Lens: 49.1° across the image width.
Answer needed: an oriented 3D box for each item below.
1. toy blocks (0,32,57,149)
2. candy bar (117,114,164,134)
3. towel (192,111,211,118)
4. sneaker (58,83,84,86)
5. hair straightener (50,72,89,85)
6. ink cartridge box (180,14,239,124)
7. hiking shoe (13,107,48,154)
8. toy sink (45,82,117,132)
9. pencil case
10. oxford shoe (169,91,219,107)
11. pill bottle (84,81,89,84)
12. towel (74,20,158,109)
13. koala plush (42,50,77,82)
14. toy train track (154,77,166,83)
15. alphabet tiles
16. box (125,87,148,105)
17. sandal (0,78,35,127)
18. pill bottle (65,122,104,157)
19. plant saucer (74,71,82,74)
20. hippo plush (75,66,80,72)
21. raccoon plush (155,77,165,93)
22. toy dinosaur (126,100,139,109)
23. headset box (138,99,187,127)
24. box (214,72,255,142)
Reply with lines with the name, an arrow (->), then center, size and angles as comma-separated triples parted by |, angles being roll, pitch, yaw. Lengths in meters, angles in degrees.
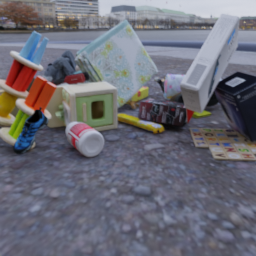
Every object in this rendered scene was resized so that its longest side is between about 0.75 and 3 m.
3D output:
toy blocks -> -2.757, -1.144, 7.788 | 2.308, 2.769, 1.005 | 37, 12, 36
candy bar -> 0.245, -0.194, 9.328 | 2.185, 0.242, 0.545 | 20, 21, 41
towel -> 2.317, -0.749, 10.902 | 0.781, 0.164, 1.816 | -13, 25, -26
sneaker -> -2.194, -0.763, 9.734 | 1.460, 0.957, 2.537 | 39, 59, 21
hair straightener -> -2.021, -1.598, 9.524 | 1.710, 0.350, 0.658 | -10, 16, 29
ink cartridge box -> 2.401, -1.524, 8.089 | 0.566, 2.229, 2.530 | 24, 73, 27
hiking shoe -> -2.369, 0.061, 6.600 | 0.433, 0.505, 1.164 | 17, 61, 16
toy sink -> -1.479, -0.608, 8.881 | 2.097, 1.367, 1.175 | -8, 23, -23
pencil case -> 2.727, -1.681, 11.903 | 2.433, 1.104, 1.011 | 3, 15, 0
oxford shoe -> 2.633, -1.236, 10.833 | 2.320, 0.843, 0.979 | -9, 15, -21
pill bottle -> -1.667, -1.503, 11.493 | 1.956, 1.118, 1.118 | -3, 21, -6
towel -> -0.378, -2.464, 10.966 | 2.977, 2.548, 0.717 | -45, 24, -28
koala plush -> -3.753, -2.937, 15.152 | 1.911, 1.757, 1.695 | -16, 29, 20
toy train track -> 2.167, -2.677, 15.753 | 1.564, 0.254, 0.897 | 17, 29, 34
alphabet tiles -> 2.769, 0.422, 7.996 | 1.769, 0.080, 2.116 | 2, 21, 4
box -> 0.262, -1.467, 12.372 | 0.634, 0.422, 1.684 | 15, 25, 29
sandal -> -4.355, -0.887, 10.052 | 1.021, 1.138, 3.103 | -15, 29, 21
pill bottle -> -1.223, 0.258, 7.560 | 0.692, 0.692, 1.233 | -13, 24, -30
plant saucer -> -1.550, -1.956, 11.886 | 2.091, 0.287, 2.091 | -2, -17, -1
hippo plush -> -1.386, -3.161, 14.276 | 2.819, 2.245, 2.266 | -7, 23, -17
raccoon plush -> 1.853, -1.984, 12.744 | 0.791, 0.571, 1.180 | -22, -31, 33
toy dinosaur -> 0.135, -0.983, 11.229 | 0.579, 0.329, 1.090 | 1, 13, -21
headset box -> 1.161, -0.555, 9.414 | 1.663, 0.624, 1.236 | 10, 13, 19
box -> 3.398, -0.652, 8.180 | 0.969, 1.560, 1.573 | -28, 18, 4
